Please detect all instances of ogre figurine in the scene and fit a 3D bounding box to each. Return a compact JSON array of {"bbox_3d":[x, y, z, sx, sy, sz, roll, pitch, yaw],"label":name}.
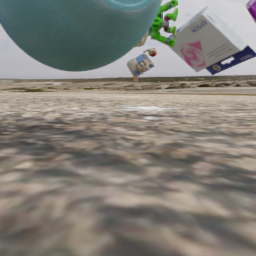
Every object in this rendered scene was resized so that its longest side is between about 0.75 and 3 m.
[{"bbox_3d":[1.067,-3.138,8.389,0.777,1.296,0.636,7,38,15],"label":"ogre figurine"}]

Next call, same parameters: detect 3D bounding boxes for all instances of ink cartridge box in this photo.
[{"bbox_3d":[2.663,-2.632,9.339,2.281,0.494,2.239,38,-18,-13],"label":"ink cartridge box"}]

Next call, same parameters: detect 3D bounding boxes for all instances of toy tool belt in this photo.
[{"bbox_3d":[0.618,-2.311,10.390,1.258,0.773,0.786,-27,-7,25],"label":"toy tool belt"}]

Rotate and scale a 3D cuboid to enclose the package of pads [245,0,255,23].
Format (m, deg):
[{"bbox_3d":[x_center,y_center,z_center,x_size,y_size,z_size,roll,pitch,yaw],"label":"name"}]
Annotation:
[{"bbox_3d":[3.235,-2.527,6.434,0.513,0.816,1.355,-44,-19,26],"label":"package of pads"}]

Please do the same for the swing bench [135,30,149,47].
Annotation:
[{"bbox_3d":[-0.811,-3.061,7.533,2.144,1.398,2.155,-29,67,-31],"label":"swing bench"}]

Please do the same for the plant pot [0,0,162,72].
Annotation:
[{"bbox_3d":[-0.554,-2.405,4.491,2.973,2.973,2.002,-5,13,-30],"label":"plant pot"}]

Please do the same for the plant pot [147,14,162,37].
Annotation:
[{"bbox_3d":[0.563,-3.886,9.821,1.204,1.204,0.806,0,29,1],"label":"plant pot"}]
